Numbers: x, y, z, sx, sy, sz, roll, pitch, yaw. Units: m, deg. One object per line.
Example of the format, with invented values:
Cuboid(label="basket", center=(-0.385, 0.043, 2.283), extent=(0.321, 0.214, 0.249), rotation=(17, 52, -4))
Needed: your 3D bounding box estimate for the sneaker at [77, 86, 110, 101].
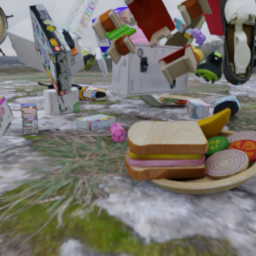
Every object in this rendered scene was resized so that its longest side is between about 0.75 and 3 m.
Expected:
Cuboid(label="sneaker", center=(-2.122, -1.958, 15.994), extent=(2.194, 0.822, 0.989), rotation=(-1, 11, 2))

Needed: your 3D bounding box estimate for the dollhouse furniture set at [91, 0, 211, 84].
Cuboid(label="dollhouse furniture set", center=(0.757, -2.383, 6.822), extent=(2.434, 2.408, 1.254), rotation=(-24, 31, 22))

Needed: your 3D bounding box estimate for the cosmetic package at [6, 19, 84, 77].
Cuboid(label="cosmetic package", center=(-2.823, -2.685, 9.575), extent=(2.417, 1.300, 1.025), rotation=(27, 58, 24))

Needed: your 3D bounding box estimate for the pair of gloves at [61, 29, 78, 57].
Cuboid(label="pair of gloves", center=(-1.612, -1.991, 6.904), extent=(0.785, 0.700, 0.097), rotation=(-23, 4, 37))

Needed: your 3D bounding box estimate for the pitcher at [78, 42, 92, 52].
Cuboid(label="pitcher", center=(-2.192, -3.590, 12.789), extent=(1.041, 0.893, 0.631), rotation=(32, 55, -8))

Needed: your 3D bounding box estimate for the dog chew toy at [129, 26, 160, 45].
Cuboid(label="dog chew toy", center=(0.530, -2.930, 10.788), extent=(1.731, 1.731, 2.780), rotation=(0, 50, 1))

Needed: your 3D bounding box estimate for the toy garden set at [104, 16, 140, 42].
Cuboid(label="toy garden set", center=(-0.080, -3.251, 9.261), extent=(1.374, 0.329, 1.648), rotation=(-34, 37, -6))

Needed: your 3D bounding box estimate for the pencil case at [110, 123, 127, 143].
Cuboid(label="pencil case", center=(-0.312, 0.111, 8.420), extent=(0.432, 0.446, 0.952), rotation=(5, 13, -11))

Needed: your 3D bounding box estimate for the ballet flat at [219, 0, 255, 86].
Cuboid(label="ballet flat", center=(2.125, -1.818, 5.212), extent=(0.709, 2.084, 0.713), rotation=(-5, 14, 11))

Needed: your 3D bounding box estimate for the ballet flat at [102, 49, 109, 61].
Cuboid(label="ballet flat", center=(-0.886, -2.898, 11.286), extent=(0.773, 0.261, 0.241), rotation=(-41, -15, 7))

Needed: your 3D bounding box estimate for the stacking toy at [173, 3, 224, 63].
Cuboid(label="stacking toy", center=(1.964, -3.176, 9.065), extent=(1.649, 0.514, 2.186), rotation=(-41, 69, -20))

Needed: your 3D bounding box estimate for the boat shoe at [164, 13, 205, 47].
Cuboid(label="boat shoe", center=(2.134, -3.411, 10.700), extent=(0.845, 2.317, 0.729), rotation=(37, 9, 28))

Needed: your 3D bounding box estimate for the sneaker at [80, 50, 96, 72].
Cuboid(label="sneaker", center=(-1.722, -2.642, 10.794), extent=(0.709, 0.700, 1.856), rotation=(20, 16, -5))

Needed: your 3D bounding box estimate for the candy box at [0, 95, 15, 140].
Cuboid(label="candy box", center=(-4.307, 0.022, 6.543), extent=(2.581, 0.787, 1.760), rotation=(2, 45, 8))

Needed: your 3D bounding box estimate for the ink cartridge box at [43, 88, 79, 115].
Cuboid(label="ink cartridge box", center=(-2.942, -1.170, 12.370), extent=(1.418, 1.036, 0.598), rotation=(-11, 18, -33))

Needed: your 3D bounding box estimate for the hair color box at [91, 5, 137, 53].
Cuboid(label="hair color box", center=(-0.294, -4.516, 12.531), extent=(0.884, 1.491, 2.727), rotation=(12, 40, 35))

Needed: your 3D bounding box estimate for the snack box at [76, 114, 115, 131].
Cuboid(label="snack box", center=(-1.141, -0.210, 9.992), extent=(0.832, 0.310, 1.170), rotation=(12, 19, 41))

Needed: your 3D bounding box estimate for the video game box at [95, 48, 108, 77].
Cuboid(label="video game box", center=(-0.875, -2.155, 9.201), extent=(0.179, 0.695, 0.763), rotation=(-15, 44, 2))

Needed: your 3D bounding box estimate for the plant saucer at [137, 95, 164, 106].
Cuboid(label="plant saucer", center=(0.775, -1.792, 14.219), extent=(2.382, 0.598, 2.382), rotation=(41, 12, -10))

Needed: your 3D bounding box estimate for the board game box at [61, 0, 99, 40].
Cuboid(label="board game box", center=(-1.726, -3.840, 9.776), extent=(0.332, 1.939, 1.303), rotation=(32, -21, -37))

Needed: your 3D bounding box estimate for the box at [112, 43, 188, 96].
Cuboid(label="box", center=(0.795, -1.875, 9.047), extent=(2.668, 1.556, 0.802), rotation=(-10, 17, -36))

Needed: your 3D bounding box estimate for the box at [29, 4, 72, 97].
Cuboid(label="box", center=(-1.745, -1.750, 6.298), extent=(0.354, 1.215, 1.774), rotation=(-19, 57, -22))

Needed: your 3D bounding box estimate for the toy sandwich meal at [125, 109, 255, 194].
Cuboid(label="toy sandwich meal", center=(1.295, 0.309, 5.671), extent=(2.837, 0.972, 2.837), rotation=(-10, 19, 4))

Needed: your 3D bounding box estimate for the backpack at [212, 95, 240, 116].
Cuboid(label="backpack", center=(4.154, -0.899, 11.685), extent=(1.076, 1.014, 1.318), rotation=(-19, -12, 34))

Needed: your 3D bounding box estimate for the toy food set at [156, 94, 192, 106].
Cuboid(label="toy food set", center=(2.407, -1.388, 14.031), extent=(1.758, 0.428, 1.741), rotation=(2, 7, -41))

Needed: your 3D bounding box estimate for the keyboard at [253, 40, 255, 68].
Cuboid(label="keyboard", center=(4.482, -2.709, 10.067), extent=(1.907, 0.992, 0.378), rotation=(-24, 21, 38))

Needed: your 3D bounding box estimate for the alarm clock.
Cuboid(label="alarm clock", center=(-5.146, -3.464, 8.941), extent=(0.890, 1.803, 2.673), rotation=(8, -5, 42))

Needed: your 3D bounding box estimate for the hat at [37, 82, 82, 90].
Cuboid(label="hat", center=(-3.844, -1.984, 15.725), extent=(2.522, 1.017, 2.522), rotation=(3, 6, 0))

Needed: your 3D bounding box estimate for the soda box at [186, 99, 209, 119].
Cuboid(label="soda box", center=(2.952, -0.833, 11.967), extent=(0.616, 0.572, 1.801), rotation=(1, 13, 1))

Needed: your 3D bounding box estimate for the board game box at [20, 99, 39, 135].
Cuboid(label="board game box", center=(-3.249, -0.383, 9.222), extent=(0.493, 1.018, 0.812), rotation=(-5, 14, -19))

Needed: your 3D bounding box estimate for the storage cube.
Cuboid(label="storage cube", center=(2.945, -3.379, 7.531), extent=(1.333, 1.560, 1.402), rotation=(-32, 27, -7))

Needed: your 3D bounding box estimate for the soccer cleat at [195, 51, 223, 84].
Cuboid(label="soccer cleat", center=(2.817, -2.119, 9.564), extent=(0.870, 1.045, 2.578), rotation=(29, 15, 5))
